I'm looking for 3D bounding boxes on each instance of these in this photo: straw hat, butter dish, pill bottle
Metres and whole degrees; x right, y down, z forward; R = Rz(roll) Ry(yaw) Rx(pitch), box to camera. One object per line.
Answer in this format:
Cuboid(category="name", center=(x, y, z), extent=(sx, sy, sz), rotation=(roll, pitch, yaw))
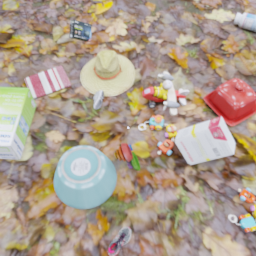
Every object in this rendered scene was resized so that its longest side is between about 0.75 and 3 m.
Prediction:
Cuboid(category="straw hat", center=(-0.988, -2.959, 13.195), extent=(2.871, 1.215, 2.871), rotation=(0, 56, -1))
Cuboid(category="butter dish", center=(4.592, -1.382, 12.000), extent=(1.952, 1.443, 1.947), rotation=(-27, 60, -17))
Cuboid(category="pill bottle", center=(6.598, -5.796, 15.326), extent=(1.459, 0.794, 0.794), rotation=(22, 59, 14))

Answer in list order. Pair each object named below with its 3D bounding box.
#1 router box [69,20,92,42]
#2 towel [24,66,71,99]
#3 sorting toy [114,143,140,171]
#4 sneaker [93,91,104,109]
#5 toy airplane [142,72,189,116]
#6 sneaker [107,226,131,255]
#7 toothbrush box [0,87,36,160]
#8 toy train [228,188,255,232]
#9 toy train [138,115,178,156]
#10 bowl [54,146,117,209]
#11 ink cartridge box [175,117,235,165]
Cuboid(category="router box", center=(-2.225, -4.542, 13.152), extent=(0.329, 0.794, 1.060), rotation=(10, 9, 43))
Cuboid(category="towel", center=(-3.803, -2.149, 13.266), extent=(1.891, 0.215, 1.362), rotation=(-22, 61, -12))
Cuboid(category="sorting toy", center=(-0.091, 1.079, 10.279), extent=(0.606, 1.476, 0.887), rotation=(-22, 48, 10))
Cuboid(category="sneaker", center=(-1.400, -1.241, 12.619), extent=(0.422, 0.385, 1.030), rotation=(0, 51, 22))
Cuboid(category="toy airplane", center=(1.771, -1.553, 12.201), extent=(1.838, 1.297, 1.830), rotation=(37, 64, 21))
Cuboid(category="sneaker", center=(-0.263, 3.735, 9.226), extent=(0.434, 0.402, 1.076), rotation=(30, 61, 18))
Cuboid(category="toothbrush box", center=(-5.184, -0.242, 11.384), extent=(2.052, 1.213, 2.818), rotation=(3, 58, 2))
Cuboid(category="toy train", center=(4.113, 2.910, 9.782), extent=(1.150, 0.426, 1.531), rotation=(32, 58, 20))
Cuboid(category="toy train", center=(1.344, 0.182, 11.518), extent=(1.397, 0.517, 1.860), rotation=(-34, 63, -21))
Cuboid(category="bowl", center=(-1.611, 1.585, 10.156), extent=(2.382, 1.246, 2.382), rotation=(0, 56, -1))
Cuboid(category="ink cartridge box", center=(2.800, 0.502, 10.248), extent=(1.760, 1.277, 0.734), rotation=(-21, 21, 34))
